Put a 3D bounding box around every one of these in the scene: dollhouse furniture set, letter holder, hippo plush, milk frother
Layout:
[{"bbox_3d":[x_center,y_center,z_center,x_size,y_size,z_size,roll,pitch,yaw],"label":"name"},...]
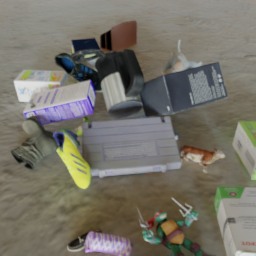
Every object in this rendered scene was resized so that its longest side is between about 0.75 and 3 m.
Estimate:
[{"bbox_3d":[-1.943,-0.038,10.057,1.088,0.420,0.544,-18,42,-25],"label":"dollhouse furniture set"},{"bbox_3d":[-0.573,-5.692,17.042,1.107,1.565,2.202,28,45,33],"label":"letter holder"},{"bbox_3d":[2.590,-2.823,13.533,1.522,1.508,1.893,24,51,-19],"label":"hippo plush"},{"bbox_3d":[-0.777,-1.686,10.214,2.349,2.120,2.210,-10,69,-16],"label":"milk frother"}]

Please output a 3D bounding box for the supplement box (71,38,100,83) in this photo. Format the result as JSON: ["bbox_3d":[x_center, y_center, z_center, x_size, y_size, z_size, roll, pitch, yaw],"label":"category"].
[{"bbox_3d":[-1.941,-3.088,13.236,1.163,1.731,1.733,-8,36,-11],"label":"supplement box"}]

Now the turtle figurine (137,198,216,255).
[{"bbox_3d":[1.051,2.380,6.326,1.339,0.901,1.789,-31,60,-15],"label":"turtle figurine"}]

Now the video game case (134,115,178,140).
[{"bbox_3d":[0.315,0.219,9.926,2.364,0.210,1.692,-17,39,-22],"label":"video game case"}]

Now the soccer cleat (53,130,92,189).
[{"bbox_3d":[-1.622,0.867,7.846,0.805,0.622,1.925,12,41,-45],"label":"soccer cleat"}]

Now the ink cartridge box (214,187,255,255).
[{"bbox_3d":[2.872,2.298,6.529,1.323,0.762,1.812,2,36,3],"label":"ink cartridge box"}]

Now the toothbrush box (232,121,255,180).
[{"bbox_3d":[4.734,0.638,8.633,2.365,1.018,1.722,-2,35,-2],"label":"toothbrush box"}]

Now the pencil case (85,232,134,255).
[{"bbox_3d":[-0.427,2.588,6.148,1.035,0.435,0.443,18,45,-17],"label":"pencil case"}]

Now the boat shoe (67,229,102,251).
[{"bbox_3d":[-1.007,2.606,6.539,0.853,0.257,0.315,-11,37,-15],"label":"boat shoe"}]

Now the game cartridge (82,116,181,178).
[{"bbox_3d":[0.036,0.573,8.776,2.935,0.563,1.903,-4,57,-5],"label":"game cartridge"}]

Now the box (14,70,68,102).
[{"bbox_3d":[-3.652,-1.788,12.049,1.963,0.995,1.104,3,37,4],"label":"box"}]

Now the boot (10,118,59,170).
[{"bbox_3d":[-3.302,0.464,9.233,2.093,0.709,1.367,28,50,35],"label":"boot"}]

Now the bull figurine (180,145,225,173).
[{"bbox_3d":[2.242,0.915,8.704,1.388,0.452,0.843,10,38,29],"label":"bull figurine"}]

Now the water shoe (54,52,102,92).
[{"bbox_3d":[-2.017,-2.233,11.730,2.462,0.880,0.972,34,26,5],"label":"water shoe"}]

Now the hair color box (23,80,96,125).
[{"bbox_3d":[-2.485,-0.903,10.424,2.429,0.787,1.327,-10,37,8],"label":"hair color box"}]

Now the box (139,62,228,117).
[{"bbox_3d":[1.840,-1.302,9.920,2.223,1.305,2.186,-17,5,-20],"label":"box"}]
